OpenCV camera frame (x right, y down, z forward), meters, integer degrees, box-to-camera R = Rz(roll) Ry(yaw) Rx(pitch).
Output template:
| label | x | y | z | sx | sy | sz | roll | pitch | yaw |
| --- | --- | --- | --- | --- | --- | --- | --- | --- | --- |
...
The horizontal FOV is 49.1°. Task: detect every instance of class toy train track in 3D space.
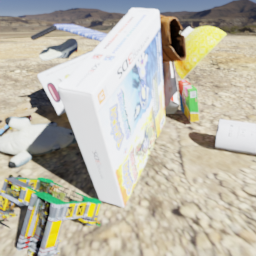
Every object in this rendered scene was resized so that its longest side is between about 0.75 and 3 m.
| label | x | y | z | sx | sy | sz | roll | pitch | yaw |
| --- | --- | --- | --- | --- | --- | --- | --- | --- | --- |
| toy train track | -3.695 | -0.009 | 8.639 | 1.485 | 0.421 | 2.589 | -8 | 29 | 16 |

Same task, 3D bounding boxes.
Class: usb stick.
| label | x | y | z | sx | sy | sz | roll | pitch | yaw |
| --- | --- | --- | --- | --- | --- | --- | --- | --- | --- |
| usb stick | -2.525 | -2.846 | 8.380 | 0.865 | 0.141 | 0.240 | -19 | 12 | 17 |

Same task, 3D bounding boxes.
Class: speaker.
| label | x | y | z | sx | sy | sz | roll | pitch | yaw |
| --- | --- | --- | --- | --- | --- | --- | --- | --- | --- |
| speaker | 3.414 | 0.313 | 7.378 | 2.075 | 0.843 | 0.843 | 9 | 24 | 21 |

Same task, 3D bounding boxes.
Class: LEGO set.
| label | x | y | z | sx | sy | sz | roll | pitch | yaw |
| --- | --- | --- | --- | --- | --- | --- | --- | --- | --- |
| LEGO set | -1.429 | 1.543 | 4.715 | 1.804 | 1.045 | 1.387 | 14 | -3 | 23 |

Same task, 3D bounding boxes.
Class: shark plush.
| label | x | y | z | sx | sy | sz | roll | pitch | yaw |
| --- | --- | --- | --- | --- | --- | --- | --- | --- | --- |
| shark plush | -2.186 | 0.183 | 7.631 | 2.755 | 1.252 | 1.148 | -18 | -4 | -21 |

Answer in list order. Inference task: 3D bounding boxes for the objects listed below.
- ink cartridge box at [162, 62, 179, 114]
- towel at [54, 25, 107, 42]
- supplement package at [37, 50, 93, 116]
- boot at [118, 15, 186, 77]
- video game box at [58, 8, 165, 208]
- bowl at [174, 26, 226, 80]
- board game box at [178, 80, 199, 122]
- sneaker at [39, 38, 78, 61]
| label | x | y | z | sx | sy | sz | roll | pitch | yaw |
| --- | --- | --- | --- | --- | --- | --- | --- | --- | --- |
| ink cartridge box | 1.480 | -1.640 | 9.453 | 0.531 | 1.798 | 2.247 | -3 | -15 | -7 |
| towel | -1.146 | -2.937 | 8.997 | 2.145 | 0.256 | 1.553 | 18 | 22 | 7 |
| supplement package | -1.662 | -1.727 | 9.784 | 2.548 | 1.413 | 1.984 | -28 | 19 | -10 |
| boot | 0.969 | -2.183 | 8.339 | 2.061 | 2.654 | 1.018 | 20 | 57 | 45 |
| video game box | -0.009 | -0.346 | 5.260 | 0.659 | 2.815 | 2.564 | 14 | 49 | 23 |
| bowl | 2.199 | -2.765 | 9.595 | 1.097 | 2.038 | 2.038 | 43 | 31 | 2 |
| board game box | 2.062 | -0.960 | 9.642 | 0.293 | 1.111 | 1.452 | -10 | 21 | 0 |
| sneaker | -2.359 | -2.565 | 9.704 | 1.394 | 0.589 | 0.522 | -25 | 69 | -12 |
